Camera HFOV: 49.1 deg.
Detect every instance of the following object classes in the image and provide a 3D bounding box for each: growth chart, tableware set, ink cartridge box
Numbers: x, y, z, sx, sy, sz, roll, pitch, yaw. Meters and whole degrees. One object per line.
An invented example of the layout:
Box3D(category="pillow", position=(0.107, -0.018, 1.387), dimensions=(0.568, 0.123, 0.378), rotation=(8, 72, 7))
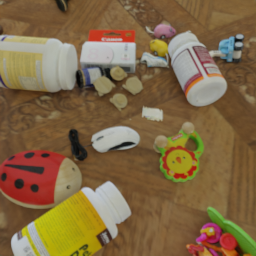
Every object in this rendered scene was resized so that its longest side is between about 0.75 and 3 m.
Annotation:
Box3D(category="growth chart", position=(0.855, -0.484, 9.885), dimensions=(0.762, 0.068, 0.551), rotation=(10, 58, 6))
Box3D(category="tableware set", position=(-0.346, -1.521, 10.190), dimensions=(1.408, 0.196, 1.686), rotation=(44, 63, 0))
Box3D(category="ink cartridge box", position=(-0.745, -3.355, 11.428), dimensions=(2.092, 0.734, 2.574), rotation=(1, 61, 1))

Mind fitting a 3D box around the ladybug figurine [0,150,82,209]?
Box3D(category="ladybug figurine", position=(-2.661, 1.393, 8.144), dimensions=(2.578, 0.927, 1.750), rotation=(4, 59, 3))

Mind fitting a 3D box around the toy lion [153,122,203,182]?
Box3D(category="toy lion", position=(1.679, 0.834, 8.820), dimensions=(1.671, 0.574, 1.602), rotation=(-26, 68, -16))

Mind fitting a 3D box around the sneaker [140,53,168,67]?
Box3D(category="sneaker", position=(1.007, -2.555, 11.066), dimensions=(1.144, 0.429, 0.496), rotation=(22, 68, 22))

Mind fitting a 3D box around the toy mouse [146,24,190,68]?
Box3D(category="toy mouse", position=(1.857, -3.828, 11.794), dimensions=(2.163, 0.471, 2.434), rotation=(-28, 61, -17))

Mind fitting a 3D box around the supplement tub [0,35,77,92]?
Box3D(category="supplement tub", position=(-3.250, -2.242, 9.944), dimensions=(2.554, 1.857, 1.857), rotation=(6, 57, 3))

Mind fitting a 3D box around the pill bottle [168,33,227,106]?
Box3D(category="pill bottle", position=(2.405, -2.161, 10.162), dimensions=(1.401, 1.401, 2.557), rotation=(-12, 58, -7))

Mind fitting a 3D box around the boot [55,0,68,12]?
Box3D(category="boot", position=(-2.841, -6.305, 13.291), dimensions=(1.320, 0.739, 1.908), rotation=(-19, 60, -18))

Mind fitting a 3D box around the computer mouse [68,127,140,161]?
Box3D(category="computer mouse", position=(-0.745, 0.341, 8.994), dimensions=(2.268, 0.498, 1.244), rotation=(-11, 45, -10))

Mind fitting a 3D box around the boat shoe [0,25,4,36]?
Box3D(category="boat shoe", position=(-6.438, -3.936, 11.675), dimensions=(2.333, 0.820, 0.821), rotation=(-24, 59, -16))

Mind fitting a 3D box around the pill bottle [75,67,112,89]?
Box3D(category="pill bottle", position=(-1.260, -1.876, 10.352), dimensions=(1.237, 0.692, 0.692), rotation=(-13, 57, -24))

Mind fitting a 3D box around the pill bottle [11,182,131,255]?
Box3D(category="pill bottle", position=(-1.331, 2.561, 7.063), dimensions=(2.746, 1.500, 1.500), rotation=(-32, 63, -18))

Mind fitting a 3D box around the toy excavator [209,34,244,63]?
Box3D(category="toy excavator", position=(3.773, -3.023, 11.221), dimensions=(1.522, 0.760, 1.480), rotation=(6, 54, 19))

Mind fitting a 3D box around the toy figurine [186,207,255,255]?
Box3D(category="toy figurine", position=(1.902, 3.383, 6.713), dimensions=(2.157, 1.760, 2.344), rotation=(-33, 41, -9))
